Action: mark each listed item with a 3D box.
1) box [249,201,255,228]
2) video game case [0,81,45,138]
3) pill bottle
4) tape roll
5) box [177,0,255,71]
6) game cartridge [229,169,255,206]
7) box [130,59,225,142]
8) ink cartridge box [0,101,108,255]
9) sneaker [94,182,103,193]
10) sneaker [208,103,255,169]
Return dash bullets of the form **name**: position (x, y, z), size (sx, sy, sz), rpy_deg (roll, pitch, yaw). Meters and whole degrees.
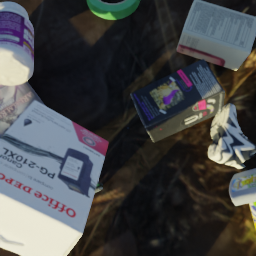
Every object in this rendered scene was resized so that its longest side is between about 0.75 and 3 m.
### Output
- **box**: position (3.579, 2.699, 6.231), size (0.972, 0.892, 2.774), rpy_deg (-8, 74, -2)
- **video game case**: position (-3.599, -0.779, 7.615), size (1.915, 0.254, 2.680), rpy_deg (-37, 76, -10)
- **pill bottle**: position (-3.117, -2.296, 7.376), size (1.234, 1.234, 2.198), rpy_deg (-10, 57, -3)
- **tape roll**: position (-0.457, -4.119, 8.526), size (1.666, 0.400, 1.666), rpy_deg (0, 73, 0)
- **box**: position (2.430, -2.546, 7.737), size (1.827, 0.996, 1.168), rpy_deg (21, 74, 6)
- **game cartridge**: position (2.678, 1.313, 6.353), size (0.732, 1.098, 0.222), rpy_deg (-30, 99, 31)
- **box**: position (1.210, -0.604, 6.820), size (1.921, 1.174, 1.019), rpy_deg (-25, 65, 6)
- **ink cartridge box**: position (-1.617, 0.877, 5.359), size (1.923, 2.657, 1.121), rpy_deg (30, 118, -11)
- **sneaker**: position (-1.194, 1.758, 6.764), size (1.404, 0.548, 0.598), rpy_deg (-33, 85, -1)
- **sneaker**: position (2.741, 0.264, 7.127), size (1.122, 0.688, 1.724), rpy_deg (29, 52, -12)
